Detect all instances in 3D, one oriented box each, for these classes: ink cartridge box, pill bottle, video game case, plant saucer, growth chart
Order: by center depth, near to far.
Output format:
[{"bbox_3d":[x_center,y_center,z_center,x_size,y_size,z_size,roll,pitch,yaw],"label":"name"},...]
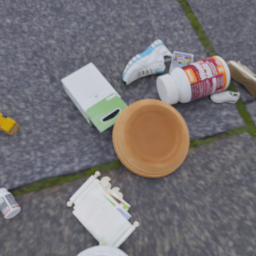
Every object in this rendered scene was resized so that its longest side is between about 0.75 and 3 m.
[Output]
[{"bbox_3d":[-4.105,2.535,9.453,0.542,0.542,0.935,-36,69,-16],"label":"pill bottle"},{"bbox_3d":[-0.838,2.834,9.489,1.805,0.221,2.494,-37,70,-17],"label":"growth chart"},{"bbox_3d":[0.905,0.315,10.062,2.894,0.542,2.894,3,77,-12],"label":"plant saucer"},{"bbox_3d":[-1.246,-1.079,11.016,1.465,0.837,2.821,-34,69,-15],"label":"ink cartridge box"},{"bbox_3d":[2.527,-1.812,11.062,2.562,1.403,1.403,-19,66,-9],"label":"pill bottle"},{"bbox_3d":[2.327,-2.760,12.233,0.897,0.113,1.253,12,65,6],"label":"video game case"}]

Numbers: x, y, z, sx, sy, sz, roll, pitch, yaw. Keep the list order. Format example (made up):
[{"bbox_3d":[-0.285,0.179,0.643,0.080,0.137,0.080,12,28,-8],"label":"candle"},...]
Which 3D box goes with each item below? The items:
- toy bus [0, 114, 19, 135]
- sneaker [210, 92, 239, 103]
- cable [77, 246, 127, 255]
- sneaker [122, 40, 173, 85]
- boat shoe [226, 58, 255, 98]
[{"bbox_3d":[-5.012,-0.289,10.778,1.505,0.589,0.490,25,68,11],"label":"toy bus"},{"bbox_3d":[3.912,-1.295,11.347,1.122,0.452,0.429,-1,66,2],"label":"sneaker"},{"bbox_3d":[-0.772,4.715,8.183,2.373,0.821,2.372,22,73,10],"label":"cable"},{"bbox_3d":[0.878,-2.579,11.706,1.156,1.000,2.668,42,71,12],"label":"sneaker"},{"bbox_3d":[5.137,-1.999,11.447,0.819,0.909,2.527,-37,64,-11],"label":"boat shoe"}]
